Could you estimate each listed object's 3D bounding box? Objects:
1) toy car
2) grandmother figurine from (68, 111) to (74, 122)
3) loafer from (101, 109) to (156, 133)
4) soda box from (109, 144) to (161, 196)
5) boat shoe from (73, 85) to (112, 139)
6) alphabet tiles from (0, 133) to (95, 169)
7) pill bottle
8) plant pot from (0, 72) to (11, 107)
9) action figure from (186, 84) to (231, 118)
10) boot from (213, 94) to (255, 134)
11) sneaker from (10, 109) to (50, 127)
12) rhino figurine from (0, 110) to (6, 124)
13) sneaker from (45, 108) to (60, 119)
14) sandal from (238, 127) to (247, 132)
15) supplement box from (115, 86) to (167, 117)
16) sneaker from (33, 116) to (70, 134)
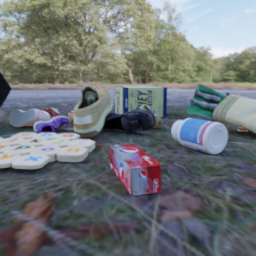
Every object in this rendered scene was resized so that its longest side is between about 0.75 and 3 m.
[{"bbox_3d":[0.871,-0.331,9.560,1.043,0.823,0.857,9,18,6],"label":"toy car"},{"bbox_3d":[-1.536,-0.482,11.269,1.666,0.505,1.010,-5,20,-15],"label":"grandmother figurine"},{"bbox_3d":[-0.128,-0.123,8.767,2.122,0.763,0.668,-1,19,41],"label":"loafer"},{"bbox_3d":[0.074,0.649,4.743,0.498,0.451,1.424,-4,11,-16],"label":"soda box"},{"bbox_3d":[-1.103,-0.837,8.856,1.049,1.115,2.927,-9,27,4],"label":"boat shoe"},{"bbox_3d":[-2.292,0.485,6.416,2.884,0.210,2.821,1,11,5],"label":"alphabet tiles"},{"bbox_3d":[1.659,0.152,6.780,0.738,0.738,1.315,-6,12,-30],"label":"pill bottle"},{"bbox_3d":[-5.443,-1.105,8.921,2.228,1.981,2.233,-3,-32,5],"label":"plant pot"},{"bbox_3d":[3.808,-0.840,11.042,2.609,1.541,0.713,20,-19,14],"label":"action figure"},{"bbox_3d":[4.269,-0.587,8.655,2.778,1.011,2.159,-25,28,-26],"label":"boot"},{"bbox_3d":[-3.471,-0.302,10.024,1.664,0.626,0.870,-5,-12,36],"label":"sneaker"},{"bbox_3d":[-3.874,-0.001,7.447,0.695,0.475,1.590,-11,30,27],"label":"rhino figurine"},{"bbox_3d":[-3.163,-0.640,11.991,0.543,0.515,1.323,-6,12,-30],"label":"sneaker"},{"bbox_3d":[3.831,-0.030,9.337,0.300,0.225,0.784,4,11,24],"label":"sandal"},{"bbox_3d":[0.523,-1.258,13.102,1.999,1.343,2.001,-2,10,-14],"label":"supplement box"},{"bbox_3d":[-2.389,-0.016,8.990,1.219,0.491,0.508,-20,34,-38],"label":"sneaker"}]
